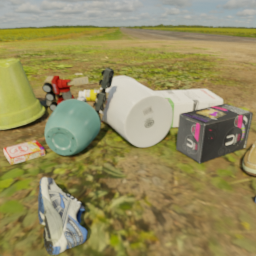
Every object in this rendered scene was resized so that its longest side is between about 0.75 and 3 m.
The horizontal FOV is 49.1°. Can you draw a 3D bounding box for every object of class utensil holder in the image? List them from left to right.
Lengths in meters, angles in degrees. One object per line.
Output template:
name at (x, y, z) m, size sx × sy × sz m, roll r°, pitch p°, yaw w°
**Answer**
utensil holder at (0.198, -0.664, 10.970) m, size 2.190 × 2.190 × 2.577 m, roll -11°, pitch 28°, yaw -25°

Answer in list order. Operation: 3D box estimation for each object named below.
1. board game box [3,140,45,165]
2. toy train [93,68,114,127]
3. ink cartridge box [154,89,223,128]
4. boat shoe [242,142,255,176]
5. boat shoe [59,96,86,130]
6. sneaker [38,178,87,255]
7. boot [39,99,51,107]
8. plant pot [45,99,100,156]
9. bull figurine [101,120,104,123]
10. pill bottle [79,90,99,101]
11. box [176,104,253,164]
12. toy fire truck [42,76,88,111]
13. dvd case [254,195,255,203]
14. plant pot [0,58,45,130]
board game box at (-3.614, 0.838, 9.740) m, size 1.158 × 0.268 × 0.877 m, roll -16°, pitch 28°, yaw -33°
toy train at (-0.973, -0.947, 10.113) m, size 0.439 × 2.572 × 0.589 m, roll 22°, pitch 27°, yaw 8°
ink cartridge box at (2.523, -0.932, 12.720) m, size 2.817 × 1.188 × 2.057 m, roll -3°, pitch 23°, yaw -7°
boat shoe at (4.579, 0.600, 9.228) m, size 1.038 × 1.103 × 2.897 m, roll 17°, pitch 28°, yaw 34°
boat shoe at (-2.143, -0.461, 11.766) m, size 0.820 × 0.886 × 2.400 m, roll 27°, pitch 36°, yaw -2°
sneaker at (-1.569, 1.972, 6.601) m, size 0.960 × 0.868 × 2.254 m, roll 0°, pitch 28°, yaw -26°
boot at (-4.628, -1.294, 14.691) m, size 1.214 × 0.440 × 1.104 m, roll -17°, pitch 25°, yaw -20°
plant pot at (-2.038, 0.109, 9.715) m, size 1.796 × 1.796 × 1.442 m, roll 5°, pitch 31°, yaw 11°
bull figurine at (-0.769, -0.819, 13.039) m, size 1.827 × 0.595 × 1.109 m, roll -11°, pitch 57°, yaw -41°
pill bottle at (-2.134, -1.779, 15.468) m, size 1.108 × 0.617 × 0.617 m, roll 1°, pitch 23°, yaw 2°
box at (3.037, 0.123, 9.905) m, size 2.368 × 1.447 × 1.256 m, roll -13°, pitch 26°, yaw -28°
toy fire truck at (-2.441, -1.495, 11.401) m, size 1.596 × 1.404 × 1.027 m, roll -2°, pitch 38°, yaw 9°
dvd case at (4.432, 2.266, 6.445) m, size 1.788 × 0.220 × 2.506 m, roll -5°, pitch 23°, yaw -11°
plant pot at (-5.342, -1.617, 12.275) m, size 2.739 × 2.518 × 2.739 m, roll -7°, pitch 25°, yaw 3°
